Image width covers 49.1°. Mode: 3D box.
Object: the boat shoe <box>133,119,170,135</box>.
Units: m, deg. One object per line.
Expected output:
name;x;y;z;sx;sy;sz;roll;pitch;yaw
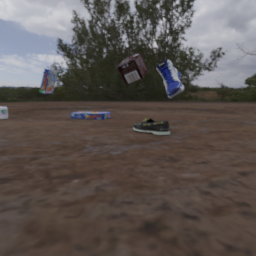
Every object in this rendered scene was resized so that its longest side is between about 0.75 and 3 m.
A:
boat shoe;0.840;-0.084;10.266;0.618;0.522;1.734;-6;9;-40

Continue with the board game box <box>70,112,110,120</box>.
board game box;-2.139;-0.721;16.128;1.974;0.340;1.336;1;7;10

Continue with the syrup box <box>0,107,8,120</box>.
syrup box;-7.670;-0.842;15.669;1.736;0.707;0.683;1;8;19

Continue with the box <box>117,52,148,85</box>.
box;0.223;-2.704;12.761;0.953;0.943;1.149;-19;23;25

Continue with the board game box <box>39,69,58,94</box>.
board game box;-1.990;-1.162;7.045;0.152;0.595;0.880;16;9;-5

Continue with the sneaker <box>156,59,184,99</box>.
sneaker;1.174;-1.523;8.299;0.572;0.817;1.415;-33;28;26
